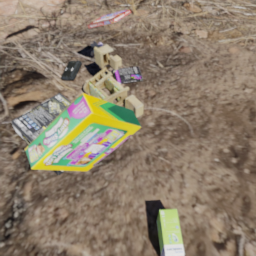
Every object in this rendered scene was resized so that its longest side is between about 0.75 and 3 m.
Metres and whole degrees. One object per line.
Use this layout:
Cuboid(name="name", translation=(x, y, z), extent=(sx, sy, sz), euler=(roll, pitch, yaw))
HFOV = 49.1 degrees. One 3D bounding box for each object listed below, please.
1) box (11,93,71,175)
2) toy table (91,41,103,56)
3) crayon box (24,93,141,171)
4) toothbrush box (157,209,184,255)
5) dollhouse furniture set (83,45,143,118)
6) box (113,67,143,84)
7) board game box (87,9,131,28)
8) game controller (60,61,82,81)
Cuboid(name="box", translation=(-2.718, 0.100, 10.973), extent=(2.971, 0.730, 2.395), euler=(36, 60, 26))
Cuboid(name="toy table", translation=(-1.612, -4.090, 14.488), extent=(0.512, 0.803, 0.874), euler=(-2, 36, -23))
Cuboid(name="crayon box", translation=(-1.212, 0.273, 7.807), extent=(2.474, 2.135, 0.721), euler=(-40, 60, 23))
Cuboid(name="toothbrush box", translation=(1.214, 3.199, 8.244), extent=(0.562, 0.950, 1.304), euler=(-1, 50, -1))
Cuboid(name="dollhouse furniture set", translation=(-0.687, -1.740, 11.519), extent=(1.406, 2.237, 2.529), euler=(-30, 56, -22))
Cuboid(name="box", translation=(-0.020, -2.524, 13.482), extent=(1.306, 0.236, 0.934), euler=(-9, 51, -6))
Cuboid(name="board game box", translation=(-0.762, -4.156, 10.708), extent=(0.885, 0.167, 1.720), euler=(-43, 33, -26))
Cuboid(name="game controller", translation=(-2.787, -2.813, 13.739), extent=(0.757, 0.306, 1.452), euler=(-2, 48, 18))
